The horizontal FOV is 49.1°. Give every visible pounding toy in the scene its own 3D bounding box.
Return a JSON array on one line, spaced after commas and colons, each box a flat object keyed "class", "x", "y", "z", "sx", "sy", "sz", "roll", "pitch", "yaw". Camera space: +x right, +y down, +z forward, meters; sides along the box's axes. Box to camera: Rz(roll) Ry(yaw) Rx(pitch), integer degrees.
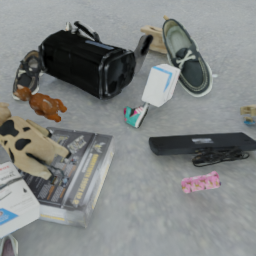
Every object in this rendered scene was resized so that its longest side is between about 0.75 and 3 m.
[{"class": "pounding toy", "x": 1.595, "y": -3.747, "z": 10.940, "sx": 2.410, "sy": 1.383, "sz": 1.378, "roll": 27, "pitch": 37, "yaw": 33}]

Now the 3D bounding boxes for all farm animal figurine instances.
[{"class": "farm animal figurine", "x": -2.661, "y": 0.258, "z": 5.545, "sx": 2.725, "sy": 1.370, "sz": 2.201, "roll": -22, "pitch": 60, "yaw": 16}]

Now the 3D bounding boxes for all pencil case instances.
[{"class": "pencil case", "x": 1.480, "y": 1.127, "z": 5.766, "sx": 0.800, "sy": 0.346, "sz": 0.331, "roll": -24, "pitch": 52, "yaw": 40}]

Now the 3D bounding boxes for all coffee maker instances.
[{"class": "coffee maker", "x": -1.426, "y": -1.902, "z": 8.836, "sx": 2.580, "sy": 1.738, "sz": 2.478, "roll": 27, "pitch": 64, "yaw": 29}]

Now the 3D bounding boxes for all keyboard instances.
[{"class": "keyboard", "x": 1.856, "y": 0.573, "z": 6.895, "sx": 2.597, "sy": 0.515, "sz": 1.351, "roll": -3, "pitch": 18, "yaw": -2}]

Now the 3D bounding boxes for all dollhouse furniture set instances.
[{"class": "dollhouse furniture set", "x": 3.729, "y": -0.198, "z": 7.583, "sx": 0.769, "sy": 0.773, "sz": 1.097, "roll": -10, "pitch": 12, "yaw": -13}]

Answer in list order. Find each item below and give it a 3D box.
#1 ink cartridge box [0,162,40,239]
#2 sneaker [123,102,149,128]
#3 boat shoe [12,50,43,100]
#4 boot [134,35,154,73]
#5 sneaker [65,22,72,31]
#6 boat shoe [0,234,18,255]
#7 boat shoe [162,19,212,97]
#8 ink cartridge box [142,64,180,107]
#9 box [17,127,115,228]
[{"class": "ink cartridge box", "x": -2.218, "y": 1.251, "z": 4.970, "sx": 0.820, "sy": 0.478, "sz": 1.135, "roll": -23, "pitch": 55, "yaw": -37}, {"class": "sneaker", "x": 0.189, "y": -0.471, "z": 7.988, "sx": 0.628, "sy": 0.435, "sz": 1.040, "roll": 21, "pitch": 46, "yaw": 9}, {"class": "boat shoe", "x": -3.304, "y": -1.803, "z": 9.291, "sx": 0.853, "sy": 0.697, "sz": 2.310, "roll": 3, "pitch": 41, "yaw": 2}, {"class": "boot", "x": 0.403, "y": -2.452, "z": 9.323, "sx": 0.479, "sy": 1.373, "sz": 0.904, "roll": 15, "pitch": 18, "yaw": -9}, {"class": "sneaker", "x": -2.617, "y": -4.126, "z": 11.996, "sx": 0.363, "sy": 0.335, "sz": 0.908, "roll": -4, "pitch": 78, "yaw": 18}, {"class": "boat shoe", "x": -2.076, "y": 2.308, "z": 4.829, "sx": 0.353, "sy": 0.307, "sz": 0.958, "roll": -9, "pitch": 42, "yaw": -10}, {"class": "boat shoe", "x": 1.794, "y": -2.322, "z": 9.102, "sx": 1.107, "sy": 0.883, "sz": 2.928, "roll": -33, "pitch": 58, "yaw": 20}, {"class": "ink cartridge box", "x": 1.036, "y": -1.308, "z": 8.207, "sx": 0.553, "sy": 0.961, "sz": 1.659, "roll": 23, "pitch": 24, "yaw": 15}, {"class": "box", "x": -1.414, "y": 0.951, "z": 6.216, "sx": 1.759, "sy": 0.537, "sz": 2.221, "roll": 8, "pitch": 42, "yaw": 9}]
